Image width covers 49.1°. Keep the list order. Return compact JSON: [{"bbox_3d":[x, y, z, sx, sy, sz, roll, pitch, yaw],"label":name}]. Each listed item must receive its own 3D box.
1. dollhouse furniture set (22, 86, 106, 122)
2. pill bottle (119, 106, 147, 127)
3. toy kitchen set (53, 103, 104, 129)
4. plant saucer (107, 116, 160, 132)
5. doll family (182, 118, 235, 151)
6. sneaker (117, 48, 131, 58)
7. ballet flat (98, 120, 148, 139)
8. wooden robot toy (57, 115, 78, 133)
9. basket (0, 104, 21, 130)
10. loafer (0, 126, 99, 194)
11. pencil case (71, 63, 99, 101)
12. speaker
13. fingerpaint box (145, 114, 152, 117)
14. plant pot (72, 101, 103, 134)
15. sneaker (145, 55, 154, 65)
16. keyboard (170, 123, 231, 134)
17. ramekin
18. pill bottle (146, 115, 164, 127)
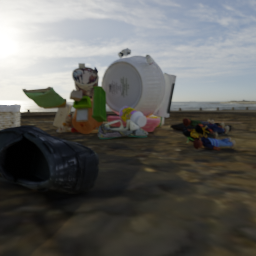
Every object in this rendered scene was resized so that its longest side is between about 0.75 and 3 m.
[{"bbox_3d":[-2.223,-0.730,9.959,2.893,1.117,1.446,-3,-15,11],"label":"dollhouse furniture set"},{"bbox_3d":[0.192,-0.409,10.747,0.603,0.603,1.156,-4,20,-37],"label":"pill bottle"},{"bbox_3d":[-2.437,-0.438,14.470,2.119,1.248,1.698,21,10,5],"label":"toy kitchen set"},{"bbox_3d":[0.232,-0.179,12.529,2.360,0.598,2.360,3,2,0],"label":"plant saucer"},{"bbox_3d":[2.181,0.166,8.122,1.133,0.769,1.961,4,7,-14],"label":"doll family"},{"bbox_3d":[-0.030,-3.287,12.060,0.559,0.343,0.859,-37,12,-25],"label":"sneaker"},{"bbox_3d":[-0.143,0.040,10.001,1.886,0.678,0.678,-2,5,-20],"label":"ballet flat"},{"bbox_3d":[-2.457,-0.199,12.307,0.733,0.755,1.664,3,6,37],"label":"wooden robot toy"},{"bbox_3d":[-3.640,-0.037,7.371,1.531,1.242,1.544,-1,4,-17],"label":"basket"},{"bbox_3d":[-1.556,0.403,4.220,2.556,0.868,0.897,8,0,39],"label":"loafer"},{"bbox_3d":[-1.815,-1.416,12.231,1.104,1.270,2.839,1,-33,-5],"label":"pencil case"},{"bbox_3d":[1.625,-1.485,12.611,0.787,1.939,0.787,9,11,-2],"label":"speaker"},{"bbox_3d":[0.623,-1.583,13.343,0.631,1.720,1.435,-24,-39,3],"label":"fingerpaint box"},{"bbox_3d":[-1.701,-0.366,11.465,1.279,1.279,0.895,2,39,26],"label":"plant pot"},{"bbox_3d":[0.852,-2.749,11.129,0.306,0.407,0.817,-27,15,8],"label":"sneaker"},{"bbox_3d":[3.330,-0.003,12.667,1.639,0.350,2.730,-10,10,-29],"label":"keyboard"},{"bbox_3d":[0.102,-1.754,12.108,2.734,2.734,1.435,3,11,35],"label":"ramekin"},{"bbox_3d":[0.999,-0.495,14.895,1.627,0.917,0.917,-2,5,-16],"label":"pill bottle"}]
